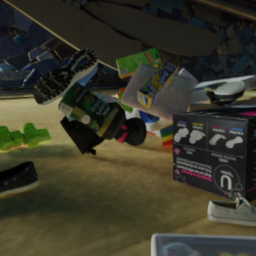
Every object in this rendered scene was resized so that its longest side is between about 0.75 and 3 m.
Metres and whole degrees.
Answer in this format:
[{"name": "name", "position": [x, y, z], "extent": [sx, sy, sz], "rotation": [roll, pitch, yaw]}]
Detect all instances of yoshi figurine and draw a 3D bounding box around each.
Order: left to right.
[{"name": "yoshi figurine", "position": [-0.263, -0.656, 9.665], "extent": [0.926, 0.923, 1.648], "rotation": [31, 52, 8]}]

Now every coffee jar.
[{"name": "coffee jar", "position": [-0.771, -0.348, 6.141], "extent": [1.398, 0.596, 0.729], "rotation": [33, 41, -7]}]

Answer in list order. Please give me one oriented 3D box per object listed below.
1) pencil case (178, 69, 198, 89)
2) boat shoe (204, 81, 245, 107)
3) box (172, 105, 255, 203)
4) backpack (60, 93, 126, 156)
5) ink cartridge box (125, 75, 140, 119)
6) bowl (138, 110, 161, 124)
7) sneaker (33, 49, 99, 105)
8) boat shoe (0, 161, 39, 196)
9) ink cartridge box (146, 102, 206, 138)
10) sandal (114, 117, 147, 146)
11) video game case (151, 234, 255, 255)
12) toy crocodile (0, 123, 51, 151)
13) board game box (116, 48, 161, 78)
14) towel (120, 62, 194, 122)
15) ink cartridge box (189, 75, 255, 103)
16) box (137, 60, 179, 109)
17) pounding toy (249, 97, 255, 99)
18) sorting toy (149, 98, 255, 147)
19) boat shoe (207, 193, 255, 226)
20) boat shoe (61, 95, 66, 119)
[{"name": "pencil case", "position": [2.402, -1.963, 11.245], "extent": [0.404, 0.890, 0.370], "rotation": [-50, 8, -19]}, {"name": "boat shoe", "position": [2.169, -0.726, 6.205], "extent": [0.627, 0.500, 1.659], "rotation": [-19, 11, 7]}, {"name": "box", "position": [2.564, 0.388, 6.279], "extent": [2.788, 1.600, 1.842], "rotation": [-8, 10, -37]}, {"name": "backpack", "position": [-0.958, -0.228, 8.075], "extent": [1.737, 1.450, 1.100], "rotation": [-36, 45, -9]}, {"name": "ink cartridge box", "position": [0.824, -1.331, 12.018], "extent": [1.746, 2.403, 1.051], "rotation": [-8, 37, -42]}, {"name": "bowl", "position": [0.817, -0.944, 9.580], "extent": [0.323, 1.643, 1.643], "rotation": [4, 9, -23]}, {"name": "sneaker", "position": [-1.691, -1.302, 8.054], "extent": [2.166, 0.851, 0.966], "rotation": [-37, -18, -11]}, {"name": "boat shoe", "position": [-2.671, 1.053, 5.540], "extent": [1.827, 0.606, 0.683], "rotation": [-9, 15, -37]}, {"name": "ink cartridge box", "position": [2.190, -0.367, 11.163], "extent": [2.728, 1.130, 1.988], "rotation": [-6, 13, -28]}, {"name": "sandal", "position": [-0.272, 0.106, 9.421], "extent": [0.561, 0.935, 2.490], "rotation": [-6, 6, -36]}, {"name": "video game case", "position": [1.718, 1.825, 2.423], "extent": [2.963, 0.346, 2.694], "rotation": [1, 11, 3]}, {"name": "toy crocodile", "position": [-3.576, 0.349, 9.065], "extent": [2.166, 0.669, 0.731], "rotation": [-8, 54, -39]}, {"name": "board game box", "position": [0.332, -2.025, 8.718], "extent": [1.343, 0.642, 0.201], "rotation": [-17, -26, 12]}, {"name": "towel", "position": [0.808, -0.933, 7.142], "extent": [1.637, 0.264, 1.564], "rotation": [19, 55, 4]}, {"name": "ink cartridge box", "position": [3.503, -1.544, 11.474], "extent": [2.586, 0.570, 2.634], "rotation": [-21, 12, -37]}, {"name": "box", "position": [0.711, -1.042, 6.658], "extent": [0.388, 0.423, 1.208], "rotation": [34, 65, 17]}, {"name": "pounding toy", "position": [5.490, -0.543, 9.435], "extent": [1.122, 2.155, 2.453], "rotation": [-9, 15, -39]}, {"name": "sorting toy", "position": [2.293, -0.069, 8.611], "extent": [2.429, 0.845, 2.415], "rotation": [-8, -9, -23]}, {"name": "boat shoe", "position": [1.868, 1.316, 4.648], "extent": [1.054, 0.449, 0.389], "rotation": [2, 12, 10]}, {"name": "boat shoe", "position": [-2.575, -0.849, 11.100], "extent": [0.372, 1.074, 0.380], "rotation": [13, 8, -6]}]
